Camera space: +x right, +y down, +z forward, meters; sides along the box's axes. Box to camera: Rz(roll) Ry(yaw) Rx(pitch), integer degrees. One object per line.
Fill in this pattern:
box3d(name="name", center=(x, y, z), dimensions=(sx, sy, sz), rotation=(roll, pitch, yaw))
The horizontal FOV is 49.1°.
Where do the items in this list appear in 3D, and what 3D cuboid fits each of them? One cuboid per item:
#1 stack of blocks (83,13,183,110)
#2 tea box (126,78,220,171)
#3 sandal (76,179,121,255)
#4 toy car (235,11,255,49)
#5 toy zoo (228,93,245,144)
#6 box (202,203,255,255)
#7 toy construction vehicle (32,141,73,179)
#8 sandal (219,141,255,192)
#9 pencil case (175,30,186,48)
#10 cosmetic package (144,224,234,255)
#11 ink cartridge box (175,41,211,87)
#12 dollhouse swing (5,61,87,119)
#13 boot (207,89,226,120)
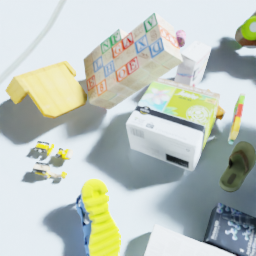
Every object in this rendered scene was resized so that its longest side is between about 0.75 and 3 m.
box3d(name="stack of blocks", center=(-0.002, -1.920, 7.960), dimensions=(0.834, 2.847, 1.639), rotation=(15, 56, -45))
box3d(name="tea box", center=(1.244, -0.152, 7.680), dimensions=(1.899, 1.269, 1.868), rotation=(19, 58, 21))
box3d(name="sandal", center=(-0.757, 2.267, 6.588), dimensions=(0.822, 0.900, 2.068), rotation=(0, 73, -32))
box3d(name="toy car", center=(5.060, -2.994, 9.210), dimensions=(2.508, 2.060, 1.979), rotation=(43, 110, 2))
box3d(name="toy zoo", center=(2.956, -0.177, 7.688), dimensions=(0.136, 0.870, 1.326), rotation=(13, 73, 14))
box3d(name="box", center=(2.503, 2.481, 6.482), dimensions=(1.265, 0.677, 0.939), rotation=(20, 60, 13))
box3d(name="toy construction vehicle", center=(-2.118, 0.903, 7.709), dimensions=(1.114, 0.392, 0.970), rotation=(8, 50, 7))
box3d(name="sandal", center=(2.892, 0.950, 7.309), dimensions=(0.644, 0.463, 1.621), rotation=(13, 51, 34))
box3d(name="pencil case", center=(1.877, -3.238, 10.119), dimensions=(0.392, 0.410, 0.947), rotation=(7, 35, 10))
box3d(name="cosmetic package", center=(1.506, 3.053, 6.153), dimensions=(2.314, 0.586, 0.955), rotation=(19, 58, 12))
box3d(name="ink cartridge box", center=(1.987, -1.871, 8.784), dimensions=(0.576, 1.346, 0.993), rotation=(33, 58, 21))
box3d(name="dollhouse swing", center=(-2.378, -0.980, 8.462), dimensions=(1.742, 1.583, 1.531), rotation=(-31, 95, -37))
box3d(name="boot", center=(2.669, -0.710, 8.742), dimensions=(0.786, 0.386, 1.098), rotation=(29, 44, -3))
